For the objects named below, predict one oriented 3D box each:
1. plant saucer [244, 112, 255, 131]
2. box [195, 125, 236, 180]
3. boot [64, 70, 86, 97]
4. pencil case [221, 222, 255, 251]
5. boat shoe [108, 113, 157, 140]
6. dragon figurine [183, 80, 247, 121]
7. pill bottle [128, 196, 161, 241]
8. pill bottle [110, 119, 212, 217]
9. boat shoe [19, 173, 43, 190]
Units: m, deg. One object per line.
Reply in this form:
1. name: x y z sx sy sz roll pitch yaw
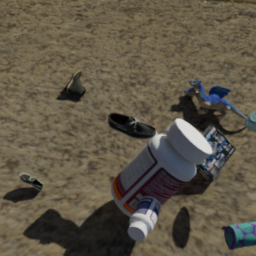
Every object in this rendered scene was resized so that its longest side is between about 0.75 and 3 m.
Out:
1. plant saucer: 4.135 -0.299 8.803 0.946 0.182 0.946 -22 32 15
2. box: 2.921 0.863 9.923 1.257 0.364 1.581 46 68 -3
3. boot: -2.157 -1.959 12.569 0.890 0.499 1.287 21 68 10
4. pencil case: 2.693 2.337 6.125 1.190 0.550 0.506 -1 50 -13
5. boat shoe: 0.113 -0.057 8.687 1.629 0.551 0.585 18 52 17
6. dragon figurine: 3.721 -1.156 11.632 2.940 0.865 1.461 14 53 12
7. pill bottle: 0.405 2.340 7.230 0.627 0.627 1.129 20 30 15
8. pill bottle: 0.932 1.241 8.266 1.619 2.955 1.619 34 23 -17
9. boat shoe: -3.265 1.778 9.487 0.901 0.287 0.319 31 51 -8
